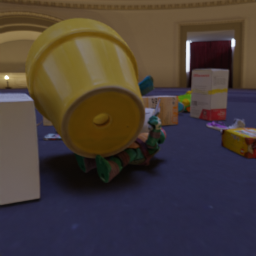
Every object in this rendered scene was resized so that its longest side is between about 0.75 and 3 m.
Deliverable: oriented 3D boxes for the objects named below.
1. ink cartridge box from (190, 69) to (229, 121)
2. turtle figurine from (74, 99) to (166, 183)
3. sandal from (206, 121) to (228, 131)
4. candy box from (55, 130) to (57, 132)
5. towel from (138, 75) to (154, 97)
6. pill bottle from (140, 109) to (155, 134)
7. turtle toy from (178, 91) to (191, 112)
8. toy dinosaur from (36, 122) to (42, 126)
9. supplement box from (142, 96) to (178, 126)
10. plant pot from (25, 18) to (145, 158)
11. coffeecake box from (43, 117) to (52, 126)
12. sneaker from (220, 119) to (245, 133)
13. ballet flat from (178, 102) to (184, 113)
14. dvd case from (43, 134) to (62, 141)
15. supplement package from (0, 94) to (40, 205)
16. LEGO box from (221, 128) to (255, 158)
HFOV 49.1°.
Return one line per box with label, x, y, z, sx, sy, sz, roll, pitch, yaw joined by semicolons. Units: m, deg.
ink cartridge box;4.028;-1.690;14.033;1.020;2.446;1.775;-4;11;-19
turtle figurine;0.145;0.304;6.651;2.601;1.310;1.947;-29;9;-35
sandal;3.698;-0.121;11.482;0.535;0.323;1.315;-3;11;-15
candy box;-2.302;0.005;10.555;0.747;0.334;1.096;-3;5;-21
towel;-0.142;-1.276;12.575;2.926;0.317;2.146;-32;-7;3
pill bottle;-0.399;-0.109;8.624;2.445;1.354;1.354;3;11;16
turtle toy;3.544;-1.527;17.005;1.450;1.005;1.989;-32;21;-23
toy dinosaur;-3.793;0.015;10.187;1.548;0.450;0.783;-8;7;-6
supplement box;1.162;-0.742;12.154;2.020;1.273;0.743;-5;10;-26
plant pot;-0.830;-0.766;6.208;2.631;2.631;2.475;-4;36;-20
coffeecake box;-3.345;-0.413;12.722;0.888;0.423;1.157;-2;10;-10
sneaker;3.912;-0.045;10.432;0.978;0.562;0.367;-2;11;-8
ballet flat;2.280;-1.124;16.029;2.172;0.755;0.755;6;12;33
dvd case;-2.442;0.322;9.756;0.888;0.098;0.649;-1;11;-1
supplement package;-2.513;0.287;5.326;1.379;1.792;1.874;-5;12;-23
LEGO box;3.522;0.404;8.091;1.052;0.545;1.413;-2;11;-10
